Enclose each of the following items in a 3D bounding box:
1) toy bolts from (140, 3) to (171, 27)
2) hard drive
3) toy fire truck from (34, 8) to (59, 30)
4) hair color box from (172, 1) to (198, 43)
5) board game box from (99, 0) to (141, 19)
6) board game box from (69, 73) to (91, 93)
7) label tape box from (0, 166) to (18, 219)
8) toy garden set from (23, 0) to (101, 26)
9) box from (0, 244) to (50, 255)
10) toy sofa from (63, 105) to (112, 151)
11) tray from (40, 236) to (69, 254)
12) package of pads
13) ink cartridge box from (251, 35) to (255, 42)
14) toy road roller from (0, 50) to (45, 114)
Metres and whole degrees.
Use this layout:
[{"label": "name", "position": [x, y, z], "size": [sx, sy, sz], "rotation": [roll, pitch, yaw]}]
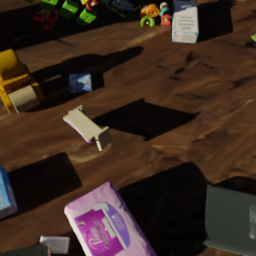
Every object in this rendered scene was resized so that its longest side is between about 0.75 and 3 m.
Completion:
[{"label": "toy bolts", "position": [1.206, -4.986, 11.834], "size": [1.318, 1.259, 0.914], "rotation": [-1, 72, -9]}, {"label": "hard drive", "position": [3.258, 2.576, 7.588], "size": [2.373, 0.390, 1.656], "rotation": [12, 59, 7]}, {"label": "toy fire truck", "position": [-3.389, -4.691, 11.737], "size": [0.341, 0.986, 1.398], "rotation": [13, 61, 8]}, {"label": "hair color box", "position": [2.391, -4.504, 11.849], "size": [0.998, 0.604, 1.995], "rotation": [5, 58, 3]}, {"label": "board game box", "position": [-0.552, -5.808, 12.889], "size": [2.090, 0.245, 1.095], "rotation": [38, 68, 21]}, {"label": "board game box", "position": [-1.768, -1.666, 10.351], "size": [0.778, 0.169, 0.775], "rotation": [-6, 57, -4]}, {"label": "label tape box", "position": [-4.251, 2.057, 7.788], "size": [1.914, 0.633, 1.372], "rotation": [-24, 61, -12]}, {"label": "toy garden set", "position": [-2.435, -4.940, 10.483], "size": [2.773, 2.312, 0.553], "rotation": [15, 84, -27]}, {"label": "box", "position": [-2.602, 3.467, 6.737], "size": [1.352, 0.840, 1.004], "rotation": [-11, 64, -5]}, {"label": "toy sofa", "position": [-1.276, 0.042, 8.710], "size": [0.774, 0.657, 1.586], "rotation": [-36, 50, -22]}, {"label": "tray", "position": [-1.980, 3.106, 7.447], "size": [0.774, 0.086, 0.416], "rotation": [2, 58, 1]}, {"label": "package of pads", "position": [-0.459, 2.770, 7.157], "size": [1.459, 0.916, 2.422], "rotation": [-27, 62, -17]}, {"label": "ink cartridge box", "position": [6.210, -3.486, 11.127], "size": [1.496, 0.767, 2.024], "rotation": [-24, 62, -14]}, {"label": "toy road roller", "position": [-3.908, -1.658, 9.554], "size": [1.268, 1.506, 2.063], "rotation": [-28, 62, -16]}]
